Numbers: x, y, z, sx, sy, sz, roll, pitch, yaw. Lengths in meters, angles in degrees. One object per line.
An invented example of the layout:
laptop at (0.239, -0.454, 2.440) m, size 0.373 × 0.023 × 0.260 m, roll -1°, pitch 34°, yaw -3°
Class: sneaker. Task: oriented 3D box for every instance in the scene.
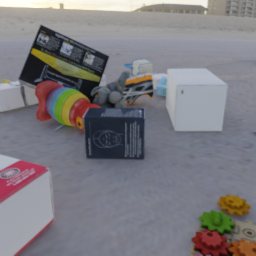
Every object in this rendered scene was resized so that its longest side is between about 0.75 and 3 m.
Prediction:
sneaker at (-0.178, -1.368, 11.210) m, size 2.607 × 1.007 × 1.020 m, roll -16°, pitch 14°, yaw 7°

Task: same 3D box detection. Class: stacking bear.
stacking bear at (-1.689, -0.553, 8.739) m, size 2.200 × 1.336 × 1.251 m, roll 25°, pitch 33°, yaw 28°

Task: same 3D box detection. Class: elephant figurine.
elephant figurine at (-0.599, -1.058, 9.519) m, size 1.392 × 1.269 × 1.794 m, roll 0°, pitch 34°, yaw -2°

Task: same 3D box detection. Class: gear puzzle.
gear puzzle at (1.659, 1.668, 4.399) m, size 1.176 × 0.297 × 2.271 m, roll 10°, pitch 24°, yaw 23°

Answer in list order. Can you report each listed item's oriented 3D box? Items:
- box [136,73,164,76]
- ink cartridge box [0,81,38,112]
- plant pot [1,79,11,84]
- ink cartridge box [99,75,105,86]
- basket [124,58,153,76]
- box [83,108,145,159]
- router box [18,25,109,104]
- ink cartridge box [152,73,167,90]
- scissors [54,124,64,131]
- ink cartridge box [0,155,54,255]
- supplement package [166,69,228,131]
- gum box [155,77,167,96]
box at (1.364, -2.731, 15.369) m, size 1.704 × 0.321 × 1.163 m, roll -2°, pitch 22°, yaw -5°
ink cartridge box at (-4.452, -1.315, 11.073) m, size 1.446 × 0.848 × 1.974 m, roll 14°, pitch 24°, yaw 40°
plant pot at (-5.120, -1.660, 12.225) m, size 0.734 × 0.781 × 0.781 m, roll 12°, pitch 19°, yaw -14°
ink cartridge box at (-2.208, -2.078, 13.072) m, size 1.924 × 0.805 × 1.396 m, roll 13°, pitch 25°, yaw 30°
basket at (0.621, -3.566, 16.462) m, size 1.313 × 1.035 × 1.489 m, roll -12°, pitch 34°, yaw -30°
box at (-0.320, 0.129, 7.145) m, size 1.501 × 1.114 × 0.804 m, roll 1°, pitch 22°, yaw 2°
router box at (-2.277, -2.117, 10.126) m, size 2.666 × 2.096 × 0.696 m, roll 22°, pitch -9°, yaw -18°
ink cartridge box at (1.714, -2.347, 14.057) m, size 1.354 × 0.580 × 1.000 m, roll -15°, pitch 26°, yaw -29°
scissors at (-1.986, -0.175, 9.263) m, size 0.505 × 0.096 × 1.380 m, roll 16°, pitch 29°, yaw 1°
ink cartridge box at (-2.830, 1.215, 4.389) m, size 2.669 × 1.143 × 1.970 m, roll 8°, pitch 23°, yaw 25°
supplement package at (2.172, -1.042, 9.514) m, size 1.514 × 1.519 × 2.589 m, roll 1°, pitch 22°, yaw 2°
gum box at (2.235, -1.750, 12.414) m, size 1.795 × 0.400 × 1.525 m, roll 10°, pitch 29°, yaw 11°
